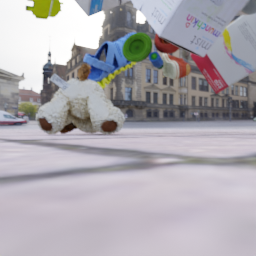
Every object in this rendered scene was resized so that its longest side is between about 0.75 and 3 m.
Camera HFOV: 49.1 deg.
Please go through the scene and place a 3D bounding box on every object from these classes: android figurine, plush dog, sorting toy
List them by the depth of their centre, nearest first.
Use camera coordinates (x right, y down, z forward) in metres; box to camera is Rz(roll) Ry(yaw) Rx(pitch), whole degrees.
[{"bbox_3d":[-0.916,-0.390,6.193,1.802,1.446,1.547,0,-24,4],"label":"plush dog"},{"bbox_3d":[-2.104,-3.106,7.099,0.937,0.192,0.853,-8,-30,-30],"label":"android figurine"},{"bbox_3d":[0.766,-2.184,7.915,1.763,1.059,0.723,-12,-18,18],"label":"sorting toy"}]

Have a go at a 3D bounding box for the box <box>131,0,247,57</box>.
[{"bbox_3d":[1.120,-2.987,5.228,1.205,2.198,2.491,12,37,-32],"label":"box"}]

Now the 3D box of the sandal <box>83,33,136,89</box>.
[{"bbox_3d":[-0.507,-2.372,9.239,1.048,2.638,1.148,29,-25,33],"label":"sandal"}]

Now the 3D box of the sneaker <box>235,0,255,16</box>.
[{"bbox_3d":[2.321,-3.273,7.086,2.608,0.917,1.045,-13,23,-19],"label":"sneaker"}]

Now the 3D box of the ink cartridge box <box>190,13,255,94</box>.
[{"bbox_3d":[3.565,-2.495,9.062,2.260,1.635,1.642,-33,0,38],"label":"ink cartridge box"}]

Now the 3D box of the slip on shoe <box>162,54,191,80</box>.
[{"bbox_3d":[1.320,-1.769,8.034,0.536,0.649,1.752,-8,22,-5],"label":"slip on shoe"}]

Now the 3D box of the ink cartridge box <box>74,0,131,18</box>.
[{"bbox_3d":[-0.618,-3.612,6.926,1.630,1.178,0.686,-32,-14,-24],"label":"ink cartridge box"}]
